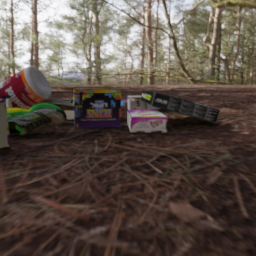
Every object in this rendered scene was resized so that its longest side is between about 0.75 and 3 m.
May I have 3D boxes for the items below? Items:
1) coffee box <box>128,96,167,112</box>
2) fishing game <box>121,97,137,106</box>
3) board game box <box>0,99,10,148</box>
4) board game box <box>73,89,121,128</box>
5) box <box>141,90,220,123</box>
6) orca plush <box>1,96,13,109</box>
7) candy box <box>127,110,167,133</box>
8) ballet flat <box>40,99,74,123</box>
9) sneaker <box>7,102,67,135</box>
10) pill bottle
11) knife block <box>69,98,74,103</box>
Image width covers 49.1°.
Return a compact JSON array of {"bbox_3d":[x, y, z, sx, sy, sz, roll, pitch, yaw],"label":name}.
[{"bbox_3d":[0.911,-1.190,13.548,1.799,0.717,1.029,-1,11,-4],"label":"coffee box"},{"bbox_3d":[-0.834,-0.679,11.113,2.348,0.365,1.681,-21,15,-9],"label":"fishing game"},{"bbox_3d":[-4.119,-0.144,6.871,2.252,1.181,1.160,8,13,32],"label":"board game box"},{"bbox_3d":[-1.022,-0.665,9.337,1.549,1.280,0.439,-2,11,-11],"label":"board game box"},{"bbox_3d":[1.810,-0.851,10.440,2.414,0.574,2.332,14,6,-8],"label":"box"},{"bbox_3d":[-4.112,-0.515,9.382,0.393,1.105,0.581,-14,3,24],"label":"orca plush"},{"bbox_3d":[0.577,-0.249,9.220,1.141,0.510,1.673,0,11,-4],"label":"candy box"},{"bbox_3d":[-2.460,-0.594,10.165,2.454,0.827,0.782,6,18,18],"label":"ballet flat"},{"bbox_3d":[-2.795,-0.144,8.204,2.015,0.786,0.858,-10,47,-1],"label":"sneaker"},{"bbox_3d":[-4.118,-1.183,10.284,2.309,1.304,1.304,-27,5,14],"label":"pill bottle"},{"bbox_3d":[-2.146,-1.021,12.539,2.067,0.753,2.354,-8,14,-41],"label":"knife block"}]
